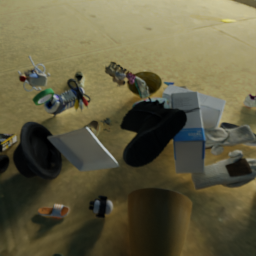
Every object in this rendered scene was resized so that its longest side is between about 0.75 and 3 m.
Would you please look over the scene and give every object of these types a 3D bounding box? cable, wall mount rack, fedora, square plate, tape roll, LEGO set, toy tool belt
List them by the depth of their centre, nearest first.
[{"bbox_3d":[-1.237,0.615,7.799,1.562,1.577,0.224,-12,38,36],"label":"square plate"},{"bbox_3d":[-3.420,0.953,10.125,1.078,2.360,2.360,-28,40,13],"label":"fedora"},{"bbox_3d":[-3.230,-1.179,10.705,0.846,0.846,0.203,-34,87,-32],"label":"tape roll"},{"bbox_3d":[-3.673,-1.939,10.723,1.076,0.672,0.661,2,35,-36],"label":"toy tool belt"},{"bbox_3d":[-1.954,-1.329,11.362,0.762,1.569,0.395,-18,49,-8],"label":"cable"},{"bbox_3d":[-3.907,-2.210,11.504,0.509,1.187,1.366,3,60,46],"label":"wall mount rack"},{"bbox_3d":[-0.893,-0.190,12.065,0.525,0.229,0.809,2,47,-31],"label":"LEGO set"}]

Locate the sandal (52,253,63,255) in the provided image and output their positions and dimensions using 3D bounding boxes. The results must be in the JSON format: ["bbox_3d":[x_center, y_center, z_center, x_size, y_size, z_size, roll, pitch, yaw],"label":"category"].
[{"bbox_3d":[-2.172,4.032,7.360,0.631,0.454,1.590,6,42,7],"label":"sandal"}]

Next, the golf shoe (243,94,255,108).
[{"bbox_3d":[6.185,-1.184,13.196,1.358,0.621,0.511,17,43,16],"label":"golf shoe"}]

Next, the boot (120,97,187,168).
[{"bbox_3d":[0.443,0.043,9.372,2.662,0.985,2.182,-41,31,-18],"label":"boot"}]

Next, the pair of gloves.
[{"bbox_3d":[3.529,0.920,10.415,2.544,0.525,2.992,-8,38,15],"label":"pair of gloves"}]

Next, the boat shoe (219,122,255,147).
[{"bbox_3d":[4.687,0.203,11.598,1.810,0.613,0.649,21,44,23],"label":"boat shoe"}]

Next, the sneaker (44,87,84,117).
[{"bbox_3d":[-2.838,-1.262,12.343,1.868,1.368,0.753,-36,82,-2],"label":"sneaker"}]

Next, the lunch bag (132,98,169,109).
[{"bbox_3d":[0.937,-0.494,11.738,1.722,1.381,0.664,-17,20,-32],"label":"lunch bag"}]

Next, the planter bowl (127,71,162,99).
[{"bbox_3d":[0.823,-1.983,13.935,1.710,0.712,1.710,-3,51,4],"label":"planter bowl"}]

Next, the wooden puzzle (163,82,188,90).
[{"bbox_3d":[2.537,-1.644,14.024,1.441,0.250,2.135,0,41,-7],"label":"wooden puzzle"}]

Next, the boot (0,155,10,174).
[{"bbox_3d":[-5.311,1.572,9.954,1.441,0.725,1.928,9,42,10],"label":"boot"}]

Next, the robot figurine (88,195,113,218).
[{"bbox_3d":[-0.872,2.524,8.964,0.757,0.569,0.472,8,34,-3],"label":"robot figurine"}]

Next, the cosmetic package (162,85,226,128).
[{"bbox_3d":[2.764,-0.838,12.267,2.593,1.318,0.960,20,44,20],"label":"cosmetic package"}]

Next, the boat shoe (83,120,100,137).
[{"bbox_3d":[-1.656,0.207,11.621,0.650,0.583,1.756,11,42,12],"label":"boat shoe"}]

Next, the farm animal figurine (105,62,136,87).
[{"bbox_3d":[-0.419,-2.357,12.909,1.421,0.885,1.760,31,12,-4],"label":"farm animal figurine"}]

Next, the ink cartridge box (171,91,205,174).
[{"bbox_3d":[2.144,0.139,10.185,1.036,1.795,2.474,-4,46,11],"label":"ink cartridge box"}]

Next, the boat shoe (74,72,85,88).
[{"bbox_3d":[-2.610,-2.653,14.970,0.541,0.467,1.483,-3,41,-4],"label":"boat shoe"}]

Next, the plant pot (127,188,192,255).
[{"bbox_3d":[0.783,2.977,7.711,1.897,1.897,2.035,6,53,6],"label":"plant pot"}]

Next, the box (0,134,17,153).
[{"bbox_3d":[-5.430,0.555,11.020,1.589,0.392,1.269,3,18,4],"label":"box"}]

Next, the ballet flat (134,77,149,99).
[{"bbox_3d":[0.652,-1.917,13.241,0.490,0.530,1.570,-14,50,-2],"label":"ballet flat"}]

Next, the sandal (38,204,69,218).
[{"bbox_3d":[-2.431,2.661,9.045,1.023,0.293,0.392,0,41,0],"label":"sandal"}]
